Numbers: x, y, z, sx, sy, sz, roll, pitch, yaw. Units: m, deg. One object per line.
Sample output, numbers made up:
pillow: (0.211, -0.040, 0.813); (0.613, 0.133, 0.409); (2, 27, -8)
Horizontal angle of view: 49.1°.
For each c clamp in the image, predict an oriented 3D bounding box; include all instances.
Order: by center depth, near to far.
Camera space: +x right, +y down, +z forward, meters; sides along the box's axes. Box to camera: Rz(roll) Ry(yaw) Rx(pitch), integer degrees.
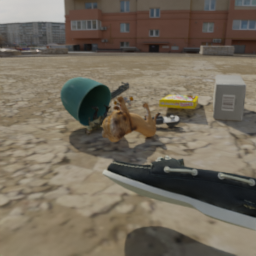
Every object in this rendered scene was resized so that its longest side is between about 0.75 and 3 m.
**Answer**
c clamp: (-0.778, -1.403, 12.469); (2.236, 0.303, 1.911); (-34, 18, -13)

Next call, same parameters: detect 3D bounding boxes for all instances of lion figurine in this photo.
lion figurine: (0.250, -0.144, 9.181); (2.442, 0.885, 1.496); (6, 50, -27)

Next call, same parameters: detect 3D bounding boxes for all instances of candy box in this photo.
candy box: (2.445, -1.251, 13.111); (1.519, 0.393, 2.972); (2, 11, 16)

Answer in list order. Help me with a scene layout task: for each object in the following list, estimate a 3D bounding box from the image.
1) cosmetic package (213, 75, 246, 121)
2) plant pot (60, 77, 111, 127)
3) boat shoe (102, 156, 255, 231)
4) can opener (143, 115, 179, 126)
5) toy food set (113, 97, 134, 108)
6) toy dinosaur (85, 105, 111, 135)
cosmetic package: (4.400, -1.422, 12.378); (1.288, 1.525, 2.856); (5, 21, 19)
plant pot: (-1.683, -1.108, 10.384); (1.346, 1.677, 1.677); (33, 33, 27)
boat shoe: (0.869, 0.937, 4.875); (2.732, 0.824, 1.033); (14, -16, 20)
can opener: (1.217, -0.214, 10.548); (1.434, 0.477, 0.378); (-4, 31, 8)
toy food set: (-0.160, -1.026, 12.451); (0.933, 0.420, 0.445); (-16, 42, 15)
toy dinosaur: (-1.003, -0.376, 10.143); (0.475, 0.881, 2.000); (19, 25, 24)
